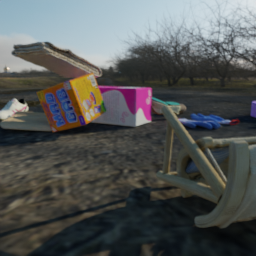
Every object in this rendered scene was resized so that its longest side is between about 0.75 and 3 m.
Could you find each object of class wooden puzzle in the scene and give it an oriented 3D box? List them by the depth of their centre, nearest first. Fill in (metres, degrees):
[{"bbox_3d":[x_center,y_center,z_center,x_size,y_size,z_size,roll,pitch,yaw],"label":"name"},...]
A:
[{"bbox_3d":[-3.497,-0.207,10.275,1.773,0.357,1.916,3,15,-8],"label":"wooden puzzle"}]

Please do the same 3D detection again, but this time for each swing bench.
[{"bbox_3d":[1.804,0.496,4.068,2.155,1.405,2.166,-2,16,-14],"label":"swing bench"}]

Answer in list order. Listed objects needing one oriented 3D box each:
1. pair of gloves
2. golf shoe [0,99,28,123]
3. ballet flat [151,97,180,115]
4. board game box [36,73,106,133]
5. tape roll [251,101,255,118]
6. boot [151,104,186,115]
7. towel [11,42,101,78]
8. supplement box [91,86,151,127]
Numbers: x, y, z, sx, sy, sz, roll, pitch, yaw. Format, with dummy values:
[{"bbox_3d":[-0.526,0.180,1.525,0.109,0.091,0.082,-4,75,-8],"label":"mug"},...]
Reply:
[{"bbox_3d":[3.016,-0.286,11.110,2.517,0.287,2.024,-8,13,-41],"label":"pair of gloves"},{"bbox_3d":[-4.857,-0.701,11.498,0.762,0.966,2.098,2,12,8],"label":"golf shoe"},{"bbox_3d":[1.543,-0.863,12.090,1.922,0.668,0.668,7,4,-39],"label":"ballet flat"},{"bbox_3d":[-1.863,-0.867,9.479,1.440,1.441,1.440,-12,14,28],"label":"board game box"},{"bbox_3d":[6.811,-0.827,12.931,2.072,0.680,2.072,-1,10,0],"label":"tape roll"},{"bbox_3d":[2.028,-0.965,14.190,1.749,0.614,1.279,7,6,27],"label":"boot"},{"bbox_3d":[-2.569,-2.450,10.326,1.924,0.500,2.903,7,-5,33],"label":"towel"},{"bbox_3d":[-0.609,-0.945,11.420,2.839,1.437,1.467,7,12,30],"label":"supplement box"}]
